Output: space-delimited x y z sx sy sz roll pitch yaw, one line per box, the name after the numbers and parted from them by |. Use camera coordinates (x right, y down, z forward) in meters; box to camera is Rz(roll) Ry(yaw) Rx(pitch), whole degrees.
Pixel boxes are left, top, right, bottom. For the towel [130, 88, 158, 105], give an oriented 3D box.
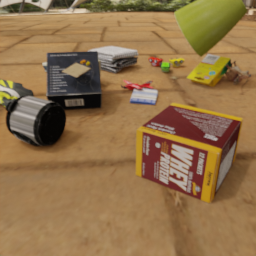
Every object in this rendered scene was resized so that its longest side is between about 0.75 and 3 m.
0.665 -1.296 11.586 1.053 0.171 1.434 6 30 7 | towel

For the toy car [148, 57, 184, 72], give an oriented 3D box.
2.058 -3.456 15.470 2.051 0.457 1.930 4 28 9 | toy car

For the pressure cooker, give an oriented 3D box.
-2.779 -0.240 8.254 1.524 1.340 1.361 16 28 21 | pressure cooker

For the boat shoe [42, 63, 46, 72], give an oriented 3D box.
-3.818 -3.040 14.552 1.764 0.546 0.661 16 33 32 | boat shoe

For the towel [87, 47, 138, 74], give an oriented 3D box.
-0.881 -3.861 15.677 2.436 1.042 2.017 21 32 37 | towel

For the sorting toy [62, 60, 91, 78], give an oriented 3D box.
-1.650 -2.006 9.537 0.753 0.135 1.010 21 45 28 | sorting toy

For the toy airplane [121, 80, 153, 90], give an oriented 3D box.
0.425 -1.903 12.613 1.612 0.296 1.612 -1 24 0 | toy airplane

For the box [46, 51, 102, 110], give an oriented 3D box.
-2.001 -1.753 10.439 1.914 1.186 1.881 -4 67 -8 | box

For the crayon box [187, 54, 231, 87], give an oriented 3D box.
3.842 -2.668 13.345 1.253 0.501 1.973 25 61 39 | crayon box

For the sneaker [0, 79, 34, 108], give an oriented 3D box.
-4.798 -1.417 11.163 2.619 0.975 1.108 29 32 29 | sneaker

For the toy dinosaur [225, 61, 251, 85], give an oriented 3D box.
5.023 -2.517 13.330 0.710 1.121 1.655 -27 -1 -1 | toy dinosaur

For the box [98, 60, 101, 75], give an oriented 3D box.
-1.991 -2.337 12.492 0.969 1.137 1.779 12 29 14 | box

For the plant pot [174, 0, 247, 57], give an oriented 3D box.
3.551 -4.571 11.647 2.391 2.238 2.238 -29 14 28 | plant pot

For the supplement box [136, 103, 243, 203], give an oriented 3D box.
1.499 0.468 6.908 1.930 1.299 1.956 16 31 29 | supplement box
